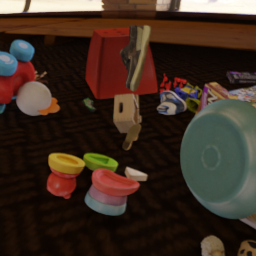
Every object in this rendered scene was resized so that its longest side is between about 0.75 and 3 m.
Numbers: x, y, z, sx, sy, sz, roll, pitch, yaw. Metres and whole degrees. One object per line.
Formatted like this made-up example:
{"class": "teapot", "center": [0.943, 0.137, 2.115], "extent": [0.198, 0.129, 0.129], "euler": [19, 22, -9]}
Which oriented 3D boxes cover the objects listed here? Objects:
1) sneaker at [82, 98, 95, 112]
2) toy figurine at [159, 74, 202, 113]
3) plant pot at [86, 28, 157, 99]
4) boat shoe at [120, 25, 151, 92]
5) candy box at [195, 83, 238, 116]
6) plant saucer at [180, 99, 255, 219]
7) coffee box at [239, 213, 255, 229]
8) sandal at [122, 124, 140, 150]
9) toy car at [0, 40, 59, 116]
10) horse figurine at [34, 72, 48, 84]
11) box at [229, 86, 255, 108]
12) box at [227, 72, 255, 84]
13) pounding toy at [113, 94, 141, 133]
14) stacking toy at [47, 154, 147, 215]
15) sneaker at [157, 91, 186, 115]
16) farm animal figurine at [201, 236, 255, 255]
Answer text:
{"class": "sneaker", "center": [-1.513, -0.925, 11.026], "extent": [0.355, 0.325, 0.832], "euler": [-39, 51, -6]}
{"class": "toy figurine", "center": [2.527, -1.507, 11.580], "extent": [1.319, 1.161, 2.202], "euler": [-16, 33, -37]}
{"class": "plant pot", "center": [-0.420, -3.183, 13.081], "extent": [2.907, 2.564, 2.910], "euler": [-9, 30, -15]}
{"class": "boat shoe", "center": [0.178, -2.715, 10.636], "extent": [0.974, 1.059, 2.964], "euler": [12, 65, 3]}
{"class": "candy box", "center": [2.630, -0.416, 8.721], "extent": [0.480, 1.699, 0.991], "euler": [-10, 40, -24]}
{"class": "plant saucer", "center": [1.903, 0.636, 6.009], "extent": [0.462, 2.572, 2.572], "euler": [3, 24, -30]}
{"class": "coffee box", "center": [3.104, 1.388, 5.784], "extent": [1.044, 1.478, 2.615], "euler": [-25, 37, -37]}
{"class": "sandal", "center": [0.132, 0.293, 8.733], "extent": [0.330, 0.900, 0.296], "euler": [27, -4, 24]}
{"class": "toy car", "center": [-3.689, -1.380, 10.461], "extent": [2.604, 2.400, 2.303], "euler": [31, 37, -8]}
{"class": "horse figurine", "center": [-4.889, -2.536, 14.035], "extent": [1.824, 0.455, 1.209], "euler": [25, 48, 28]}
{"class": "box", "center": [4.881, -0.968, 11.139], "extent": [2.713, 0.511, 1.853], "euler": [-13, 31, -22]}
{"class": "box", "center": [5.965, -2.531, 14.259], "extent": [1.647, 0.297, 1.177], "euler": [5, 28, 7]}
{"class": "pounding toy", "center": [-0.020, -0.527, 9.575], "extent": [0.714, 1.560, 1.370], "euler": [-4, 66, 12]}
{"class": "stacking toy", "center": [-0.749, 1.397, 6.922], "extent": [2.195, 0.927, 1.987], "euler": [20, 8, 27]}
{"class": "sneaker", "center": [1.463, -0.998, 11.093], "extent": [1.088, 0.598, 1.486], "euler": [-14, 36, -32]}
{"class": "farm animal figurine", "center": [2.018, 2.461, 4.436], "extent": [1.682, 0.877, 1.664], "euler": [7, 29, 12]}
